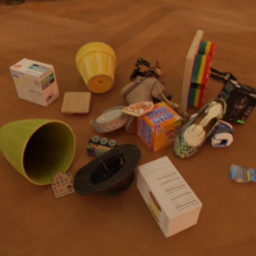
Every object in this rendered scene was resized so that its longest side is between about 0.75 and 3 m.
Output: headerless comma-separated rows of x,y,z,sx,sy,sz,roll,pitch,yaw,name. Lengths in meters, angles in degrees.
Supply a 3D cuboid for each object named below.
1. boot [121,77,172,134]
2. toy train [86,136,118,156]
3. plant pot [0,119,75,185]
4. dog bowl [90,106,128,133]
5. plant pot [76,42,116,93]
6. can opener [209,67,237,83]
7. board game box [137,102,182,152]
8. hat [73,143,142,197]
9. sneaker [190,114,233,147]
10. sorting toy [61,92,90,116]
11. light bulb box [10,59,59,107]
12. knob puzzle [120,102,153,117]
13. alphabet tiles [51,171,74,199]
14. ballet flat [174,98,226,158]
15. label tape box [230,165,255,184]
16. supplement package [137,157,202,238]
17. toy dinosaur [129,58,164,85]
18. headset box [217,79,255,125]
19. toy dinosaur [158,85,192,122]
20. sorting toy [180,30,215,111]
0.410,-1.111,12.038,2.815,0.989,2.058,-38,49,-21,boot
-0.955,0.759,10.398,1.239,0.528,0.706,13,56,11,toy train
-3.391,0.568,9.646,2.297,2.149,2.149,15,43,34,plant pot
-0.700,-0.332,11.168,1.579,0.463,1.579,-19,21,8,dog bowl
-1.427,-2.705,13.237,1.943,1.943,1.828,-8,55,-9,plant pot
4.607,-2.652,14.212,1.752,0.689,0.555,27,88,31,can opener
1.153,-0.052,10.729,1.196,1.195,1.195,-22,46,-22,board game box
-0.517,1.571,8.982,2.424,0.978,2.424,-22,24,11,hat
3.173,0.143,10.841,1.757,0.708,1.287,19,38,11,sneaker
-2.254,-1.024,12.306,1.131,0.396,1.137,1,53,1,sorting toy
-4.170,-2.045,12.606,1.622,1.636,1.021,17,45,17,light bulb box
0.448,-0.801,10.580,1.268,0.176,1.268,-10,25,5,knob puzzle
-2.181,1.853,9.340,0.731,0.033,0.874,-17,55,-25,alphabet tiles
2.659,-0.085,10.272,1.016,1.016,2.737,31,74,29,ballet flat
3.913,1.611,9.608,0.759,0.240,0.547,13,43,9,label tape box
1.160,2.032,8.480,1.073,1.114,1.958,-18,45,-17,supplement package
1.049,-2.618,13.886,1.663,1.251,2.450,26,28,2,toy dinosaur
4.300,-0.982,11.311,1.365,1.568,0.727,14,32,-20,headset box
1.876,-0.782,11.371,2.075,0.604,1.049,37,16,-17,toy dinosaur
3.109,-2.468,12.275,0.919,2.623,2.639,13,45,16,sorting toy
